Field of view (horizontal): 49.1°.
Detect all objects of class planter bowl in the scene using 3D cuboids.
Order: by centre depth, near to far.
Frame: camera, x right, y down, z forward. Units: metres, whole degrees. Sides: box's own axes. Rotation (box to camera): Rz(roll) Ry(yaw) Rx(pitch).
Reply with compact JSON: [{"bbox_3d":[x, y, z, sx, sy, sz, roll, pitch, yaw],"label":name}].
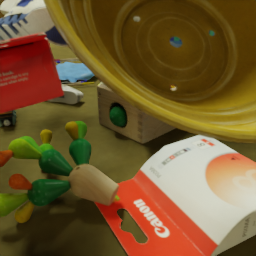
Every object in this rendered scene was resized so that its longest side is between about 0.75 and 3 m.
[{"bbox_3d":[0.617,-1.084,2.649,2.782,2.782,1.159,-7,-15,-14],"label":"planter bowl"}]

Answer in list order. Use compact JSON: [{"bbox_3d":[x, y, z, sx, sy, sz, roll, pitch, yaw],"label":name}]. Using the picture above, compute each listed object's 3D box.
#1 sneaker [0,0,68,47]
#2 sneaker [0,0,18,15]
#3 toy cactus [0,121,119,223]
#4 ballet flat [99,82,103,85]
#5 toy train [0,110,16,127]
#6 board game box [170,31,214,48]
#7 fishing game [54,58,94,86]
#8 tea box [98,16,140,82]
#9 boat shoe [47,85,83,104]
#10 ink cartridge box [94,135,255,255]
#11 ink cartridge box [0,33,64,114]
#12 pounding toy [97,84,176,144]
[{"bbox_3d":[-1.186,-1.648,3.982,1.626,0.657,0.939,-1,59,24],"label":"sneaker"},{"bbox_3d":[-1.666,-2.050,5.210,1.411,0.624,0.531,9,62,11],"label":"sneaker"},{"bbox_3d":[-1.115,0.777,4.649,1.927,1.194,2.335,25,30,13],"label":"toy cactus"},{"bbox_3d":[-0.767,-1.424,9.680,0.363,0.364,1.087,-50,45,-10],"label":"ballet flat"},{"bbox_3d":[-3.242,-0.456,7.456,0.456,0.610,1.071,-8,27,-18],"label":"toy train"},{"bbox_3d":[1.528,-3.134,7.041,1.781,2.342,0.527,2,36,0],"label":"board game box"},{"bbox_3d":[-2.259,-2.241,11.454,2.054,0.446,2.869,-10,35,-19],"label":"fishing game"},{"bbox_3d":[0.280,-2.541,9.594,1.663,2.448,2.488,-11,28,-34],"label":"tea box"},{"bbox_3d":[-2.169,-1.143,8.993,1.556,0.560,0.511,10,21,20],"label":"boat shoe"},{"bbox_3d":[0.908,0.976,4.455,2.570,0.644,2.085,-11,27,-25],"label":"ink cartridge box"},{"bbox_3d":[-1.438,-0.553,3.331,1.126,0.651,1.937,-19,13,-14],"label":"ink cartridge box"},{"bbox_3d":[0.292,-0.670,6.878,2.104,1.496,1.937,-22,33,-38],"label":"pounding toy"}]
